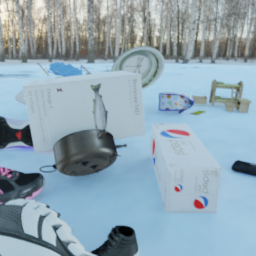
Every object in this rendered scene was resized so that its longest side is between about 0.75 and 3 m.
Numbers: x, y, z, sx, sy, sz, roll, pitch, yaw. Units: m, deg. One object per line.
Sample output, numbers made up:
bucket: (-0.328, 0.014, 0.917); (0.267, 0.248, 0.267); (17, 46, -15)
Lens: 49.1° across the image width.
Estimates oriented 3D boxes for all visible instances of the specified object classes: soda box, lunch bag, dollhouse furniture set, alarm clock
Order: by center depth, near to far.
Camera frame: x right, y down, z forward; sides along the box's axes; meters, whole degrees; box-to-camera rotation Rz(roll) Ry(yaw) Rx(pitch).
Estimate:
alarm clock: (-1.051, 0.648, 5.916); (1.919, 0.639, 1.294); (-21, -26, 16)
soda box: (1.066, 0.674, 6.013); (0.952, 0.890, 2.795); (0, 16, -1)
lunch bag: (2.073, -1.086, 11.967); (1.455, 0.901, 1.237); (1, 11, 11)
dollhouse furniture set: (4.205, -1.537, 12.815); (2.188, 1.216, 1.935); (4, 16, 2)

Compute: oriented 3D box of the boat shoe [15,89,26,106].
boat shoe: (-3.748, -1.124, 11.770); (0.738, 0.775, 2.154); (-19, -9, 26)

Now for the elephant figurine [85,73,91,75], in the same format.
elephant figurine: (-1.783, -0.837, 9.985); (2.276, 2.076, 2.933); (34, -5, -25)

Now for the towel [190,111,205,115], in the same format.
towel: (3.019, -0.665, 12.098); (0.349, 0.073, 0.811); (14, 21, 38)

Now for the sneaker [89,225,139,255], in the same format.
sneaker: (-0.299, 1.567, 3.689); (0.952, 0.472, 0.337); (-9, 20, -23)

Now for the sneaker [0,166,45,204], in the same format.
sneaker: (-2.573, 0.909, 5.101); (2.035, 0.970, 0.804); (-2, 15, -13)

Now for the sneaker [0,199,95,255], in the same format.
sneaker: (-1.027, 1.570, 2.798); (2.893, 0.961, 1.309); (16, 20, 38)

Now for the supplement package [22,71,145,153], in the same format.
supplement package: (-1.029, -0.485, 6.629); (2.499, 1.461, 1.466); (-10, 15, -14)

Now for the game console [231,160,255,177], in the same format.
game console: (3.133, 0.983, 6.234); (1.544, 0.186, 0.911); (12, 20, 32)

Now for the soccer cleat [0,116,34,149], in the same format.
soccer cleat: (-3.056, 0.175, 8.073); (2.764, 0.943, 1.012); (2, -4, 15)

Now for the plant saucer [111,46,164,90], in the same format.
plant saucer: (0.378, -2.766, 12.823); (2.537, 2.537, 0.637); (-6, 51, -19)

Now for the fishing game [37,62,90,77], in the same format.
fishing game: (-2.071, -1.872, 9.475); (1.755, 0.273, 1.256); (-10, 41, -42)
